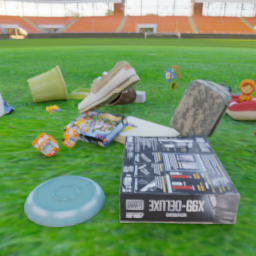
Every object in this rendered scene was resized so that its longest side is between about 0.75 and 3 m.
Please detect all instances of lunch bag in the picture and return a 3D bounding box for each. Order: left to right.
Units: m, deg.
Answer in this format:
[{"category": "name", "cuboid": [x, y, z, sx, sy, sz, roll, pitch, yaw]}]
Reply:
[{"category": "lunch bag", "cuboid": [2.387, -0.580, 8.820, 1.264, 1.814, 1.521, 34, 25, 23]}]

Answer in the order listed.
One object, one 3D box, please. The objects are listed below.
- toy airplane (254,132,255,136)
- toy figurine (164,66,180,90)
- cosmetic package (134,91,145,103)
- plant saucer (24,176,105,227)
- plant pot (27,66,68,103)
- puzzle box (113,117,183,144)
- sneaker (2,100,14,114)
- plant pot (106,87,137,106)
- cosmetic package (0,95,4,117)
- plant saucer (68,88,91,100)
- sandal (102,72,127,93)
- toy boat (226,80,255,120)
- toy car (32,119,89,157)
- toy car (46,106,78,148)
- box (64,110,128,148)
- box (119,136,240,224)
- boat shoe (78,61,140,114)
[{"category": "toy airplane", "cuboid": [4.496, 0.387, 8.183, 1.391, 0.986, 1.397, -3, 34, 18]}, {"category": "toy figurine", "cuboid": [1.865, -2.229, 12.303, 0.543, 1.029, 0.617, -23, 29, -40]}, {"category": "cosmetic package", "cuboid": [0.292, -1.587, 14.196, 1.109, 0.500, 0.592, 10, 23, 17]}, {"category": "plant saucer", "cuboid": [-1.405, 1.528, 6.260, 1.764, 0.242, 1.764, 0, 21, 0]}, {"category": "plant pot", "cuboid": [-4.060, -2.037, 14.002, 1.627, 1.770, 1.770, -19, 25, -16]}, {"category": "puzzle box", "cuboid": [0.417, 0.194, 9.664, 2.492, 0.317, 1.658, 18, 28, 40]}, {"category": "sneaker", "cuboid": [-5.507, -0.944, 12.412, 1.166, 0.520, 0.458, 14, 25, 31]}, {"category": "plant pot", "cuboid": [-0.301, -1.563, 12.519, 1.363, 1.363, 1.458, 17, 4, 38]}, {"category": "cosmetic package", "cuboid": [-6.864, -0.842, 11.400, 2.939, 1.088, 1.494, 1, 20, 7]}, {"category": "plant saucer", "cuboid": [-2.371, -1.873, 15.132, 1.396, 0.335, 1.398, 5, 21, 12]}, {"category": "sandal", "cuboid": [-0.554, -1.658, 10.710, 1.303, 0.530, 0.320, 37, 69, 29]}, {"category": "toy boat", "cuboid": [4.925, -1.235, 11.706, 1.545, 1.548, 2.368, -1, 21, -1]}, {"category": "toy car", "cuboid": [-1.932, 0.242, 8.477, 1.833, 0.899, 0.610, -36, 69, -22]}, {"category": "toy car", "cuboid": [-1.445, -0.017, 6.233, 0.335, 1.006, 0.493, -15, 40, 29]}, {"category": "box", "cuboid": [-1.100, -0.043, 9.565, 1.862, 0.351, 1.271, 13, 45, 37]}, {"category": "box", "cuboid": [1.013, 1.054, 6.779, 2.327, 0.734, 2.950, 0, 21, 1]}, {"category": "boat shoe", "cuboid": [-0.783, -1.314, 9.414, 2.417, 0.827, 0.903, -30, -3, 19]}]
